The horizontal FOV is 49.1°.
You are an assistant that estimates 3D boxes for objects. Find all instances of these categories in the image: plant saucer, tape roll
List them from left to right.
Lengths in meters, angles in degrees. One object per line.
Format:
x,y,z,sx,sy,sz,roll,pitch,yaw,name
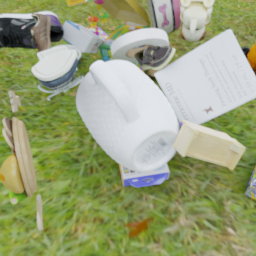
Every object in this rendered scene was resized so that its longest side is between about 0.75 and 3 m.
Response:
-2.946,-3.187,12.813,1.648,0.414,1.648,0,49,0,plant saucer
-0.260,-4.729,10.748,2.010,2.011,0.487,28,95,33,plant saucer
0.356,-2.482,8.634,1.810,1.810,0.331,-11,84,-10,tape roll

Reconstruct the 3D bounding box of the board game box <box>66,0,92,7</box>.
-0.856,-4.829,9.120,2.246,0.592,2.936,-14,35,3,board game box

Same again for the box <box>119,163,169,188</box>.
0.385,0.888,9.134,1.457,0.507,2.447,-7,51,-7,box

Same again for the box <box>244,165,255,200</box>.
4.148,1.402,8.579,0.545,0.594,1.696,25,53,21,box

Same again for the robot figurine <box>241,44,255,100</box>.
3.866,-1.643,7.795,0.753,2.588,1.876,-22,83,4,robot figurine

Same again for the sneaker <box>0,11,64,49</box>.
-3.579,-3.151,9.390,2.815,1.066,1.232,-20,51,-14,sneaker

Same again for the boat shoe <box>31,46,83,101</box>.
-1.653,-1.284,6.528,1.053,0.870,2.814,-23,27,-13,boat shoe

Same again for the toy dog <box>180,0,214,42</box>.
2.214,-3.447,9.116,1.062,1.521,1.475,-3,73,7,toy dog

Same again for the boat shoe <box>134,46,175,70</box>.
0.644,-1.922,7.588,0.543,1.674,0.613,31,80,-23,boat shoe

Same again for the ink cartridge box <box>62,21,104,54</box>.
-1.781,-3.487,10.893,1.174,0.688,1.625,33,16,1,ink cartridge box

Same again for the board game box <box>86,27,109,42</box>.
-1.869,-4.844,14.340,1.439,0.355,1.821,-26,54,-21,board game box

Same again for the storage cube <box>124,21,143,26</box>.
0.450,-4.355,13.374,1.087,1.144,1.272,-8,48,-6,storage cube

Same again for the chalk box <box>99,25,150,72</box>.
-0.140,-3.043,11.792,1.547,1.536,2.479,12,49,23,chalk box

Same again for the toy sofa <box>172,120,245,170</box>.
1.806,0.393,6.452,1.542,0.639,0.752,16,18,-23,toy sofa

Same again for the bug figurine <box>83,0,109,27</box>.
-1.215,-4.331,10.137,1.024,0.340,1.321,-16,85,-40,bug figurine

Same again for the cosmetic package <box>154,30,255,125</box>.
2.255,-1.226,7.820,2.169,1.804,1.815,-28,87,22,cosmetic package

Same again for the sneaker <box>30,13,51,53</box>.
-2.568,-2.604,8.088,0.550,0.513,1.456,6,73,-32,sneaker

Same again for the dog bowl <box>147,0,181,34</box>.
1.264,-4.834,10.537,1.028,2.789,2.789,-13,48,6,dog bowl

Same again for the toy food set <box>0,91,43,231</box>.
-2.026,0.560,5.084,0.471,2.344,1.618,-11,8,-16,toy food set

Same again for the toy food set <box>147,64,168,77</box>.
1.377,-2.485,12.125,1.556,0.312,1.074,10,49,29,toy food set

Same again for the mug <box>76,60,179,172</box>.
-0.060,-0.418,6.907,2.149,2.912,2.553,-34,48,-2,mug
